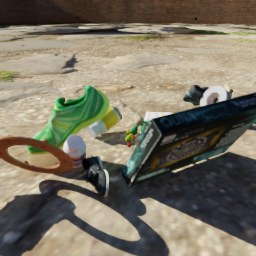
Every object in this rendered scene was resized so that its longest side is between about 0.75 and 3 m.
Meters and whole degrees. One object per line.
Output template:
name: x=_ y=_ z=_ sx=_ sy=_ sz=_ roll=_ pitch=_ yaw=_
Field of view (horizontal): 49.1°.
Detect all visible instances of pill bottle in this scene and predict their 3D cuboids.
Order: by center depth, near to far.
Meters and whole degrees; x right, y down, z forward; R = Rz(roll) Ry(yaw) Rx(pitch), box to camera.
pill bottle: x=-1.188 y=0.512 z=6.251 sx=0.486 sy=0.872 sz=0.486 roll=5 pitch=59 yaw=-8
pill bottle: x=-0.702 y=-0.184 z=8.086 sx=0.572 sy=0.572 sz=1.021 roll=23 pitch=53 yaw=40

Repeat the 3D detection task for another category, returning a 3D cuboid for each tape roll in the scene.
tape roll: x=2.838 y=-0.857 z=9.094 sx=0.325 sy=0.983 sz=0.983 roll=24 pitch=9 yaw=-34

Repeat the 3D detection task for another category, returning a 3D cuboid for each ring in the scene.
ring: x=-1.853 y=0.535 z=5.527 sx=1.576 sy=1.576 sz=0.151 roll=3 pitch=59 yaw=7

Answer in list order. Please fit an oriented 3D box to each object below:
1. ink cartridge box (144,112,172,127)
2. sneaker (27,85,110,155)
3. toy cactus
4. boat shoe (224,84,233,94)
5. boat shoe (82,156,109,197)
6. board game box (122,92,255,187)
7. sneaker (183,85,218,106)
ink cartridge box: x=1.044 y=-0.090 z=8.176 sx=1.148 sy=0.482 sz=0.831 roll=4 pitch=25 yaw=8
sneaker: x=-1.507 y=-0.217 z=6.531 sx=2.231 sy=0.932 sz=0.826 roll=-36 pitch=29 yaw=5
toy cactus: x=0.343 y=-0.027 z=7.341 sx=1.065 sy=0.545 sz=0.879 roll=-31 pitch=60 yaw=13
boat shoe: x=3.960 y=-1.430 z=10.988 sx=0.288 sy=0.307 sz=0.832 roll=-10 pitch=48 yaw=33
boat shoe: x=-0.716 y=0.956 z=5.768 sx=0.429 sy=0.484 sz=1.295 roll=9 pitch=25 yaw=-21
board game box: x=1.410 y=0.234 z=5.850 sx=2.908 sy=1.967 sz=0.409 roll=-14 pitch=60 yaw=-28
sneaker: x=2.637 y=-1.137 z=10.163 sx=1.652 sy=0.655 sz=0.623 roll=8 pitch=49 yaw=-40
